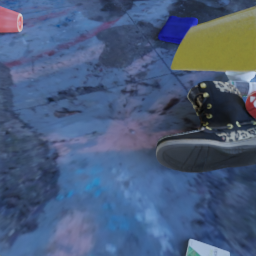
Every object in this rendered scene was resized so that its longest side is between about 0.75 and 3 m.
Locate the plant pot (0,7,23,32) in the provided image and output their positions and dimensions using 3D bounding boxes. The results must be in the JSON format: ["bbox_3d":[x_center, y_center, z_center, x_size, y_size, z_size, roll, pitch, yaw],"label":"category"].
[{"bbox_3d":[-4.555,-4.087,10.734,0.831,0.939,0.939,8,48,-7],"label":"plant pot"}]

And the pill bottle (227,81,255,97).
[{"bbox_3d":[3.397,-1.176,8.390,0.801,0.453,0.453,3,49,3],"label":"pill bottle"}]

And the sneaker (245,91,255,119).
[{"bbox_3d":[4.121,-0.222,7.242,2.371,0.929,1.369,45,29,3],"label":"sneaker"}]

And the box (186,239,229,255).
[{"bbox_3d":[1.496,2.520,5.337,0.777,0.141,0.561,14,50,13],"label":"box"}]

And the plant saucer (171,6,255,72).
[{"bbox_3d":[2.379,-1.682,4.477,2.892,0.701,2.893,-21,16,-8],"label":"plant saucer"}]

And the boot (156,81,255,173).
[{"bbox_3d":[1.962,-0.125,7.028,2.973,1.088,2.238,-4,50,-9],"label":"boot"}]

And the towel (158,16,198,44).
[{"bbox_3d":[1.920,-3.753,10.754,1.168,0.392,1.581,13,50,20],"label":"towel"}]

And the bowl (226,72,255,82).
[{"bbox_3d":[3.535,-1.629,8.718,0.911,0.410,0.911,-15,26,7],"label":"bowl"}]
